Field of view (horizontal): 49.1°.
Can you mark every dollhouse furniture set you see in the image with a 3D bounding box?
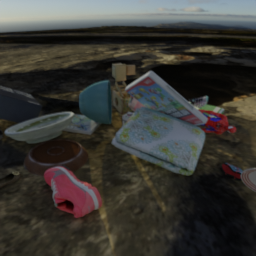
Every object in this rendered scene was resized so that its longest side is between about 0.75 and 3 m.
[{"bbox_3d":[0.630,-2.048,13.657,2.519,2.227,1.400,-10,30,-19],"label":"dollhouse furniture set"}]

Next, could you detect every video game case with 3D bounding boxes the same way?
[{"bbox_3d":[-2.062,-0.182,12.174,1.598,0.176,1.456,8,27,16],"label":"video game case"},{"bbox_3d":[1.373,-0.897,10.553,0.242,2.772,1.982,-59,17,-21],"label":"video game case"}]

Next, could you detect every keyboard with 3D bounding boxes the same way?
[{"bbox_3d":[-3.330,-1.197,14.203,2.775,0.550,1.444,9,4,21],"label":"keyboard"}]

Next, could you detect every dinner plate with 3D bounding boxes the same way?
[{"bbox_3d":[3.727,1.460,7.554,1.299,1.299,0.158,17,56,31],"label":"dinner plate"}]

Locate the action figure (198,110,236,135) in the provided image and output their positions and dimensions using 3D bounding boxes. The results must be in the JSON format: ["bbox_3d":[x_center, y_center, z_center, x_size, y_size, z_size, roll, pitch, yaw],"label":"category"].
[{"bbox_3d":[3.003,-0.341,11.534,2.866,0.938,0.741,20,21,30],"label":"action figure"}]

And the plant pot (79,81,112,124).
[{"bbox_3d":[-1.375,-1.057,11.781,1.233,1.831,1.831,-1,26,1],"label":"plant pot"}]

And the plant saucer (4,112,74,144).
[{"bbox_3d":[-3.291,0.058,10.727,2.619,0.657,2.619,-11,14,3],"label":"plant saucer"}]

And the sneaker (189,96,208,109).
[{"bbox_3d":[3.132,-1.205,12.725,0.738,1.056,0.410,16,68,-4],"label":"sneaker"}]

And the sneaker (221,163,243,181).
[{"bbox_3d":[3.358,1.389,8.842,0.410,0.340,0.859,-2,28,-39],"label":"sneaker"}]

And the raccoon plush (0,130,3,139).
[{"bbox_3d":[-5.373,0.287,10.974,0.608,0.439,0.908,6,26,31],"label":"raccoon plush"}]

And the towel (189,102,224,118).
[{"bbox_3d":[3.013,-0.774,13.299,2.689,0.314,2.051,12,27,27],"label":"towel"}]

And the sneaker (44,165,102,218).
[{"bbox_3d":[-1.736,1.695,7.564,2.150,0.792,0.933,20,33,35],"label":"sneaker"}]

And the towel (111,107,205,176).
[{"bbox_3d":[1.156,0.381,9.925,2.887,0.695,2.471,21,37,14],"label":"towel"}]

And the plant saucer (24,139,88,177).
[{"bbox_3d":[-2.489,0.923,9.676,2.178,0.375,2.178,-1,26,0],"label":"plant saucer"}]

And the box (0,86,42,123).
[{"bbox_3d":[-5.014,-1.003,12.077,1.948,1.014,1.774,16,11,-38],"label":"box"}]

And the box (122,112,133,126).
[{"bbox_3d":[0.279,-0.195,11.623,0.970,0.641,0.556,18,34,26],"label":"box"}]

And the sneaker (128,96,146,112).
[{"bbox_3d":[0.748,-1.505,12.901,1.908,0.997,0.718,-52,11,-9],"label":"sneaker"}]

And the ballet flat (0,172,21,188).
[{"bbox_3d":[-3.712,1.578,8.419,0.369,0.254,1.095,17,30,31],"label":"ballet flat"}]
